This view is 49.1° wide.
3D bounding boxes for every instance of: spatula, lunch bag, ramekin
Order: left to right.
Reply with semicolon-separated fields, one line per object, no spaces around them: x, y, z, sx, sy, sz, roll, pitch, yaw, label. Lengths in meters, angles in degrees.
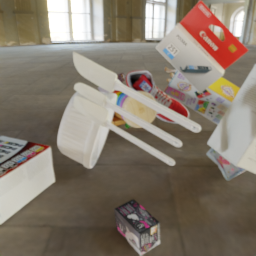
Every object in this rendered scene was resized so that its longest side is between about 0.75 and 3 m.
-1.177;-0.058;8.027;1.064;2.284;2.284;18;23;2;ramekin
-0.002;-0.257;5.684;2.689;1.870;0.216;30;54;8;spatula
3.352;0.408;7.520;1.593;1.879;1.195;-22;69;-46;lunch bag

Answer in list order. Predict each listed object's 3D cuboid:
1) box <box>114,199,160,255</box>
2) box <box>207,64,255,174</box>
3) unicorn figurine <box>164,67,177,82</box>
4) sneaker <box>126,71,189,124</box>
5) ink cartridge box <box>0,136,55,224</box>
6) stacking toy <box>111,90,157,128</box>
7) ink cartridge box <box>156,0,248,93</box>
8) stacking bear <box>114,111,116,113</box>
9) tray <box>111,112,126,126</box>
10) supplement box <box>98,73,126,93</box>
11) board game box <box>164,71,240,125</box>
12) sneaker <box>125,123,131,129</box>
0.165;1.984;5.644;0.515;0.594;0.898;-18;28;-29;box
2.852;-0.049;5.642;1.476;1.939;1.031;23;13;-25;box
2.444;-2.319;11.916;1.723;0.927;2.509;17;-1;23;unicorn figurine
1.104;-1.215;11.038;2.928;1.043;1.646;32;-7;13;sneaker
-3.578;1.256;6.738;2.347;1.121;2.674;9;24;23;ink cartridge box
-0.076;-0.967;10.403;1.243;1.243;2.912;-8;19;-19;stacking toy
2.054;-2.237;7.995;1.960;1.727;0.438;43;40;-6;ink cartridge box
-0.354;-1.244;13.248;1.106;1.036;1.822;2;17;4;stacking bear
-0.561;-0.364;11.632;0.627;0.235;1.270;-16;21;-23;tray
-0.587;-1.625;10.244;0.535;0.300;0.984;-3;34;49;supplement box
2.827;-1.094;9.854;2.875;0.580;2.200;32;-13;2;board game box
-0.003;-0.129;10.586;0.309;0.338;0.792;42;-10;6;sneaker
